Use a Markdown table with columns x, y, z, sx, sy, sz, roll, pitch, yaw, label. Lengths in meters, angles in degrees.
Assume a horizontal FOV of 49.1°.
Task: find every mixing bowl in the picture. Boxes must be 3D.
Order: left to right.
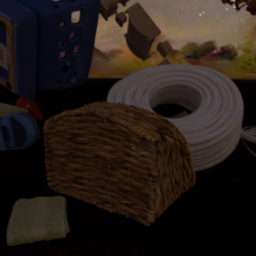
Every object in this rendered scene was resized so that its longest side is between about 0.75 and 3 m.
| x | y | z | sx | sy | sz | roll | pitch | yaw | label |
| --- | --- | --- | --- | --- | --- | --- | --- | --- | --- |
| -3.705 | -0.642 | 10.223 | 0.626 | 1.156 | 1.156 | -32 | 16 | -2 | mixing bowl |

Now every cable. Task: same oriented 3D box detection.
| x | y | z | sx | sy | sz | roll | pitch | yaw | label |
| --- | --- | --- | --- | --- | --- | --- | --- | --- | --- |
| 0.951 | -0.362 | 6.074 | 2.912 | 1.008 | 2.913 | 13 | 48 | 21 | cable |

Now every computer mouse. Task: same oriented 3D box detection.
| x | y | z | sx | sy | sz | roll | pitch | yaw | label |
| --- | --- | --- | --- | --- | --- | --- | --- | --- | --- |
| 3.473 | 0.592 | 5.517 | 1.485 | 0.594 | 2.708 | -14 | 24 | -34 | computer mouse |

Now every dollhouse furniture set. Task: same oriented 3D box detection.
| x | y | z | sx | sy | sz | roll | pitch | yaw | label |
| --- | --- | --- | --- | --- | --- | --- | --- | --- | --- |
| -0.105 | -2.464 | 7.839 | 1.295 | 2.925 | 1.516 | -35 | -5 | -12 | dollhouse furniture set |

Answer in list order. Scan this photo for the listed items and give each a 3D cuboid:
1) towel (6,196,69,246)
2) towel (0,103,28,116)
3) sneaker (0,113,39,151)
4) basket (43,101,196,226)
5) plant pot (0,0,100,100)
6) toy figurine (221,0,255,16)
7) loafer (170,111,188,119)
| x | y | z | sx | sy | sz | roll | pitch | yaw | label |
| --- | --- | --- | --- | --- | --- | --- | --- | --- | --- |
| -1.182 | 1.169 | 3.696 | 0.759 | 0.187 | 1.023 | -4 | 13 | -14 | towel |
| -4.522 | -0.284 | 9.034 | 1.592 | 0.392 | 2.146 | 10 | 28 | 32 | towel |
| -3.259 | 0.169 | 6.706 | 2.467 | 0.912 | 1.015 | -3 | 12 | 22 | sneaker |
| -0.103 | 0.305 | 4.534 | 2.110 | 1.506 | 1.572 | 9 | 17 | 34 | basket |
| -2.163 | -2.051 | 6.018 | 2.243 | 2.243 | 2.017 | 34 | 44 | 15 | plant pot |
| 3.157 | -3.352 | 7.241 | 1.688 | 1.377 | 1.834 | 31 | -4 | -17 | toy figurine |
| 1.239 | 0.074 | 6.769 | 2.800 | 0.977 | 0.979 | -1 | 13 | -7 | loafer |
